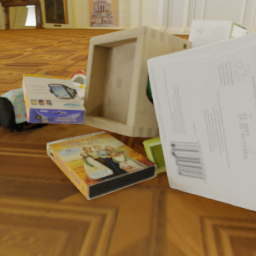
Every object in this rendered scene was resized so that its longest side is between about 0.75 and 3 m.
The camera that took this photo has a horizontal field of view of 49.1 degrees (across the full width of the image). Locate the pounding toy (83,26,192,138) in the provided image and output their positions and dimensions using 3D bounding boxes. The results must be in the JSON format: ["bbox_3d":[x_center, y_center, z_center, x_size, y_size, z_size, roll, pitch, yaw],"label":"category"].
[{"bbox_3d":[0.518,-0.813,7.077,2.122,2.748,2.985,3,6,-37],"label":"pounding toy"}]

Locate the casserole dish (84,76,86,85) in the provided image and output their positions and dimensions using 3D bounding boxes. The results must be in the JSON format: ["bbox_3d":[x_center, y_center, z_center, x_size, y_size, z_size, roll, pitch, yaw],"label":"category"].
[{"bbox_3d":[-1.342,-2.088,11.804,0.880,1.453,0.282,16,-16,-7],"label":"casserole dish"}]

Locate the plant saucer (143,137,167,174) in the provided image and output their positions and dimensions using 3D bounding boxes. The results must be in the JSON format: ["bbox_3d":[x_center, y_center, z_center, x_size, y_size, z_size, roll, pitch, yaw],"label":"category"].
[{"bbox_3d":[0.781,0.571,5.991,0.768,0.769,0.184,-17,5,12],"label":"plant saucer"}]

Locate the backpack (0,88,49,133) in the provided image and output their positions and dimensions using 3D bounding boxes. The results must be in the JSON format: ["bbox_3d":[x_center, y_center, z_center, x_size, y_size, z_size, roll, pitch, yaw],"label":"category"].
[{"bbox_3d":[-3.064,-0.638,8.488,1.835,1.161,1.531,-19,28,-41],"label":"backpack"}]

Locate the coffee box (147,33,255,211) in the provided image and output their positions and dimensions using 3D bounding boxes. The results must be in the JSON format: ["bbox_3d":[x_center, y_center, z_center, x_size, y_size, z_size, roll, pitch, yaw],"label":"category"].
[{"bbox_3d":[2.325,-0.298,5.105,2.578,2.603,2.607,-17,10,-34],"label":"coffee box"}]

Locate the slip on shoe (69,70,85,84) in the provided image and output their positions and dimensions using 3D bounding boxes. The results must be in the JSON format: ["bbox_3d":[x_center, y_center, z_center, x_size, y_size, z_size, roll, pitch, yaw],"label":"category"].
[{"bbox_3d":[-2.266,-2.041,11.846,0.543,0.449,1.466,24,-29,-33],"label":"slip on shoe"}]

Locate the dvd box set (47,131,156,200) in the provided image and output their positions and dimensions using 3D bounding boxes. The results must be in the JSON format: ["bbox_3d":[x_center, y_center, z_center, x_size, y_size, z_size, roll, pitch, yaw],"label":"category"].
[{"bbox_3d":[-0.680,0.699,6.327,1.636,0.329,2.235,-11,24,-31],"label":"dvd box set"}]

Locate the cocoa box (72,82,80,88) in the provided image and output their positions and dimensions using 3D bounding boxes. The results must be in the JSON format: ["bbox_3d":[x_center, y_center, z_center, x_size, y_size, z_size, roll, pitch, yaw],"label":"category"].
[{"bbox_3d":[-2.402,-1.574,11.235,0.818,0.536,0.545,17,16,34],"label":"cocoa box"}]

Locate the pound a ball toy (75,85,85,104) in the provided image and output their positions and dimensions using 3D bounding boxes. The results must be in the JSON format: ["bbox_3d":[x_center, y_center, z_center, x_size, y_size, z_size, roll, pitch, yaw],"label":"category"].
[{"bbox_3d":[-1.445,-1.260,10.360,1.085,0.707,1.665,11,24,27],"label":"pound a ball toy"}]

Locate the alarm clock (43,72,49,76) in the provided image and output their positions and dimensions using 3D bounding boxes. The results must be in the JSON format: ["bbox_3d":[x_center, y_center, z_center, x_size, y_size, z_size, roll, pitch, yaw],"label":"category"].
[{"bbox_3d":[-2.879,-1.538,9.750,0.394,0.798,1.182,-8,49,10],"label":"alarm clock"}]

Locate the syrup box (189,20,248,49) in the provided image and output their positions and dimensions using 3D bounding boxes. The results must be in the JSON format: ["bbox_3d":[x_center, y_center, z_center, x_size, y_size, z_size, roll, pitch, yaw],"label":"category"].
[{"bbox_3d":[2.235,-1.339,7.692,1.181,2.900,1.142,20,19,39],"label":"syrup box"}]

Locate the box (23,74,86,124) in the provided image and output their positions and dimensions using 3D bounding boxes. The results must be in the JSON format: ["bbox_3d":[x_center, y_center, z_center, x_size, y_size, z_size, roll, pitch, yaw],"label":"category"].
[{"bbox_3d":[-2.004,-0.741,7.416,1.361,0.474,2.286,1,34,-25],"label":"box"}]
